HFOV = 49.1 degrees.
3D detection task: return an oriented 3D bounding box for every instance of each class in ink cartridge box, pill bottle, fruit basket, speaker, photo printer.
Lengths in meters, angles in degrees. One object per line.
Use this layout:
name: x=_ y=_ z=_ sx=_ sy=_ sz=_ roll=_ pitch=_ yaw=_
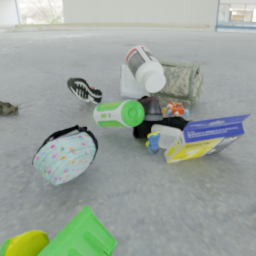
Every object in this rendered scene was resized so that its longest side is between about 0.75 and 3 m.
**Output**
ink cartridge box: x=0.623 y=-2.474 z=15.184 sx=2.108 sy=0.428 sz=2.103 roll=6 pitch=54 yaw=-7
pill bottle: x=0.574 y=-1.885 z=9.049 sx=0.919 sy=0.919 sz=1.660 roll=-8 pitch=44 yaw=-17
fruit basket: x=-1.479 y=2.341 z=5.041 sx=2.083 sy=1.503 sz=2.083 roll=13 pitch=32 yaw=-8
ink cartridge box: x=2.405 y=0.370 z=8.572 sx=2.083 sy=2.108 sz=0.495 roll=-8 pitch=67 yaw=-17
speaker: x=-0.407 y=-0.474 z=9.979 sx=0.970 sy=0.970 sz=2.194 roll=-18 pitch=10 yaw=-34
photo printer: x=1.402 y=0.366 z=9.717 sx=1.112 sy=0.925 sz=0.386 roll=12 pitch=52 yaw=27

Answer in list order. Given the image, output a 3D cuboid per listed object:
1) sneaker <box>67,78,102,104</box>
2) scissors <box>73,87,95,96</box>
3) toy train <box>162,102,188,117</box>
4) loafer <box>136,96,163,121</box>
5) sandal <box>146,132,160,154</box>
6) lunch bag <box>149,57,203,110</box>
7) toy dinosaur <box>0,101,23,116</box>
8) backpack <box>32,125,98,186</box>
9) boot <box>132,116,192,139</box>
sneaker: x=-2.236 y=-1.711 z=13.412 sx=0.995 sy=0.917 sz=2.488 roll=7 pitch=-10 yaw=25
scissors: x=-2.446 y=-2.002 z=15.445 sx=1.331 sy=0.093 sz=0.487 roll=-29 pitch=30 yaw=-28
toy train: x=1.462 y=-0.823 z=11.878 sx=2.294 sy=0.638 sz=1.723 roll=2 pitch=4 yaw=21
loafer: x=0.800 y=-0.871 z=10.586 sx=0.977 sy=0.856 sz=2.718 roll=-2 pitch=11 yaw=-5
sandal: x=0.889 y=0.508 z=9.374 sx=0.452 sy=1.137 sz=0.495 roll=-16 pitch=64 yaw=-7
lunch bag: x=2.162 y=-2.267 z=13.334 sx=2.618 sy=2.196 sz=1.824 roll=15 pitch=57 yaw=26
toy dinosaur: x=-5.657 y=-0.885 z=12.875 sx=1.000 sy=0.752 sz=1.955 roll=-6 pitch=16 yaw=-43
backpack: x=-1.699 y=0.801 z=7.784 sx=1.138 sy=1.500 sz=1.798 roll=36 pitch=21 yaw=20
boot: x=1.284 y=0.085 z=10.304 sx=1.984 sy=0.896 sz=2.422 roll=-3 pitch=17 yaw=-12
